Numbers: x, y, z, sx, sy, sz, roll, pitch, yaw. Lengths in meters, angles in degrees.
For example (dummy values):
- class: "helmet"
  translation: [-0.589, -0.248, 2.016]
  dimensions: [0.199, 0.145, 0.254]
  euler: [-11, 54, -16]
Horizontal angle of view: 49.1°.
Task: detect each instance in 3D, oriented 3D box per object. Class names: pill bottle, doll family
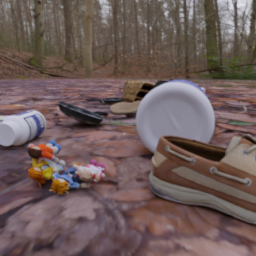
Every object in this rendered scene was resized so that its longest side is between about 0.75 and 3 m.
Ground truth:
- class: "pill bottle"
  translation: [1.240, -0.374, 7.028]
  dimensions: [1.647, 1.647, 2.846]
  euler: [3, 13, 13]
- class: "pill bottle"
  translation: [-2.815, 0.019, 7.339]
  dimensions: [0.776, 0.776, 1.398]
  euler: [2, 12, 11]
- class: "doll family"
  translation: [-1.118, 0.762, 4.698]
  dimensions: [1.456, 0.656, 0.904]
  euler: [21, 9, 11]

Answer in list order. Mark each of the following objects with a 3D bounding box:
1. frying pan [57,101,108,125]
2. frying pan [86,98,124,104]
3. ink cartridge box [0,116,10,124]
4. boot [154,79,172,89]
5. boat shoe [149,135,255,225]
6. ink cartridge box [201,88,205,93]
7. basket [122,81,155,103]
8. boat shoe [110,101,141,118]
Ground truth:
- class: "frying pan"
  translation: [-1.611, -0.551, 9.996]
  dimensions: [1.669, 0.449, 2.760]
  euler: [21, 4, -3]
- class: "frying pan"
  translation: [-1.075, -1.437, 15.046]
  dimensions: [1.266, 0.341, 2.093]
  euler: [11, 18, 43]
- class: "ink cartridge box"
  translation: [-4.211, -0.180, 9.283]
  dimensions: [1.111, 0.329, 0.577]
  euler: [-2, 12, -8]
- class: "boot"
  translation: [1.074, -1.352, 11.897]
  dimensions: [2.173, 1.503, 0.842]
  euler: [11, 16, 43]
- class: "boat shoe"
  translation: [1.605, 0.637, 3.939]
  dimensions: [2.806, 1.007, 1.063]
  euler: [5, 13, 23]
- class: "ink cartridge box"
  translation: [2.750, -1.327, 12.913]
  dimensions: [1.374, 1.012, 0.994]
  euler: [1, 12, 3]
- class: "basket"
  translation: [0.692, -1.584, 13.560]
  dimensions: [1.232, 1.181, 1.654]
  euler: [7, 1, 39]
- class: "boat shoe"
  translation: [0.064, -0.674, 11.020]
  dimensions: [1.688, 0.547, 0.607]
  euler: [-12, 49, -27]
